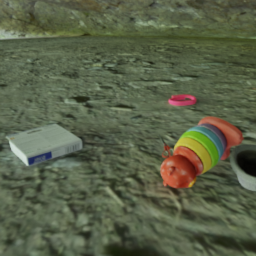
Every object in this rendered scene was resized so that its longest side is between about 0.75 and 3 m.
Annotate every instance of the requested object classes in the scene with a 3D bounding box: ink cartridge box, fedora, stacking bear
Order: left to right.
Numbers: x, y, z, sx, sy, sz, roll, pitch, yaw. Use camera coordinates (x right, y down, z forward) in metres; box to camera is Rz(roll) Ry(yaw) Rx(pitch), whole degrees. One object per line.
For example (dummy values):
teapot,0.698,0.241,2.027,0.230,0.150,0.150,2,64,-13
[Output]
ink cartridge box,-2.876,0.505,9.526,1.912,0.422,1.947,-18,27,-35
stacking bear,1.832,0.777,7.697,2.295,1.394,1.305,-36,69,-29
fedora,3.423,1.160,7.615,1.318,0.673,1.490,0,34,4

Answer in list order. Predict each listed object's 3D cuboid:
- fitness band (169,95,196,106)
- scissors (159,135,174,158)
fitness band,2.745,-1.395,14.179,1.387,0.260,0.996,-8,27,-16
scissors,1.284,0.589,9.338,0.417,0.079,1.139,-9,41,4
